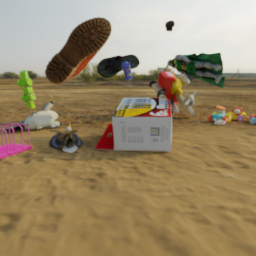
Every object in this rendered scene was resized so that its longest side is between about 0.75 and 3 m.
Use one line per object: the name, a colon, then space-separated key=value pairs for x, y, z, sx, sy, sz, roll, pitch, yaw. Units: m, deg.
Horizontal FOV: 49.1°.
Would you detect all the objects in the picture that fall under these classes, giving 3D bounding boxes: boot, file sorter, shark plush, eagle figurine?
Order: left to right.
file sorter: x=-3.476 y=0.319 z=7.882 sx=0.840 sy=0.758 sz=1.208 roll=4 pitch=11 yaw=22
shark plush: x=-3.750 y=-0.095 z=11.282 sx=0.999 sy=1.089 sz=2.397 roll=-17 pitch=17 yaw=44
eagle figurine: x=-1.825 y=0.315 z=8.407 sx=0.928 sy=0.923 sz=1.223 roll=39 pitch=-25 yaw=-1
boot: x=-1.683 y=-2.752 z=10.102 sx=2.863 sy=1.074 sz=1.535 roll=-41 pitch=2 yaw=10

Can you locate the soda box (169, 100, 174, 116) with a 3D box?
soda box: x=1.088 y=-1.086 z=14.876 sx=2.564 sy=0.907 sz=0.812 roll=5 pitch=14 yaw=21

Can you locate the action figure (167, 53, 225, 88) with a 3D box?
action figure: x=2.332 y=-2.200 z=10.171 sx=0.626 sy=1.352 sz=2.289 roll=-35 pitch=39 yaw=-27

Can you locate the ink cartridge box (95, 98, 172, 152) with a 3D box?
ink cartridge box: x=0.233 y=-0.200 z=9.031 sx=2.258 sy=1.079 sz=2.572 roll=0 pitch=18 yaw=6

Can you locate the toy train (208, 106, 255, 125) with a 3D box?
toy train: x=5.032 y=-0.602 z=12.884 sx=2.552 sy=0.710 sz=1.917 roll=-1 pitch=10 yaw=-7

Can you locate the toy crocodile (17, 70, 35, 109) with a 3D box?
toy crocodile: x=-3.217 y=-1.220 z=8.966 sx=0.420 sy=1.244 sz=0.384 roll=-8 pitch=8 yaw=20

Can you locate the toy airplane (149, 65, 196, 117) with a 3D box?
toy airplane: x=2.523 y=-2.044 z=14.947 sx=1.965 sy=2.784 sz=2.772 roll=-37 pitch=13 yaw=10

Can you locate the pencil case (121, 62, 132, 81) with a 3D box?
pencil case: x=-0.050 y=-2.349 z=11.641 sx=0.341 sy=0.874 sz=0.380 roll=32 pitch=67 yaw=30

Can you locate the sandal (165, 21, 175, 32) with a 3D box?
sandal: x=1.619 y=-4.044 z=11.019 sx=0.369 sy=0.208 sz=0.971 roll=5 pitch=2 yaw=1

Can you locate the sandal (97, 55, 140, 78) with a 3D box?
sandal: x=-0.441 y=-3.194 z=13.668 sx=2.587 sy=0.973 sz=0.619 roll=-27 pitch=-9 yaw=-35
